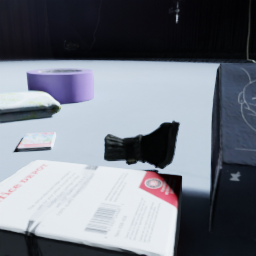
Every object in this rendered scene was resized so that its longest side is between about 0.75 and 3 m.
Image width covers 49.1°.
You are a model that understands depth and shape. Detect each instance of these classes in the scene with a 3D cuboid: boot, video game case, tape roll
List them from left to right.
[{"bbox_3d":[-2.198,0.322,6.850,0.759,0.093,1.061,-3,17,-9],"label":"video game case"},{"bbox_3d":[-2.931,-1.916,12.336,2.843,1.208,2.843,1,17,0],"label":"tape roll"},{"bbox_3d":[0.168,0.282,4.799,1.187,0.598,1.588,13,-27,-1],"label":"boot"}]

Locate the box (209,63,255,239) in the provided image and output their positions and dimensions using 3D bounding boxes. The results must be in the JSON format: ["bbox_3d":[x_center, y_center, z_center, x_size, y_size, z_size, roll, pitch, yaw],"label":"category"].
[{"bbox_3d":[2.263,0.243,3.710,2.222,1.377,2.184,4,39,15],"label":"box"}]

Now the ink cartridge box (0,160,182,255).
[{"bbox_3d":[-0.485,1.066,3.076,2.000,0.838,1.443,5,18,15],"label":"ink cartridge box"}]

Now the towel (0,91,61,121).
[{"bbox_3d":[-3.775,-0.761,9.649,2.477,0.596,2.120,-8,22,-25],"label":"towel"}]
